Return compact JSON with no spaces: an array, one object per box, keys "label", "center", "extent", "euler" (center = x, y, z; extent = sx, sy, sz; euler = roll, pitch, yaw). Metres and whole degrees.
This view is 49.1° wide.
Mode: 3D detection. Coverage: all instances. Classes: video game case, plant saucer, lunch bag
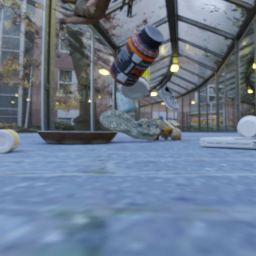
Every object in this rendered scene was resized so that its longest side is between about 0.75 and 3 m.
[{"label":"video game case","center":[3.298,0.385,7.250],"extent":[2.009,0.258,2.210],"euler":[-1,-2,44]},{"label":"plant saucer","center":[-1.682,0.307,9.471],"extent":[2.680,0.430,2.680],"euler":[0,-1,0]},{"label":"lunch bag","center":[-0.033,-1.342,13.335],"extent":[1.006,1.254,0.484],"euler":[-19,-19,31]}]

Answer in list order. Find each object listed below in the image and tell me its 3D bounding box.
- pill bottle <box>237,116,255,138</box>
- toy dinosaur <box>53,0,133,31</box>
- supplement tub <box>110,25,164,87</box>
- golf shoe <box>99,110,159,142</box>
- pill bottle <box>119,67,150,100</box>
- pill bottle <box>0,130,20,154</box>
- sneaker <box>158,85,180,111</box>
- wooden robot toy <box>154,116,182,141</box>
[{"label":"pill bottle","center":[5.490,0.015,12.462],"extent":[1.051,1.051,1.869],"euler":[0,-1,32]},{"label":"toy dinosaur","center":[-0.795,-3.084,6.995],"extent":[2.504,1.075,1.697],"euler":[-9,8,46]},{"label":"supplement tub","center":[0.317,-2.562,10.013],"extent":[1.189,1.189,2.223],"euler":[0,-32,-36]},{"label":"golf shoe","center":[0.014,0.059,10.472],"extent":[2.250,0.881,1.094],"euler":[15,-32,7]},{"label":"pill bottle","center":[0.341,-2.456,12.615],"extent":[1.269,2.257,1.269],"euler":[4,-39,3]},{"label":"pill bottle","center":[-2.480,0.267,5.705],"extent":[0.458,0.458,0.822],"euler":[0,-1,-10]},{"label":"sneaker","center":[1.584,-1.129,10.621],"extent":[0.432,1.156,0.474],"euler":[-15,-31,-39]},{"label":"wooden robot toy","center":[1.739,0.255,11.818],"extent":[1.140,1.107,2.513],"euler":[38,14,20]}]
